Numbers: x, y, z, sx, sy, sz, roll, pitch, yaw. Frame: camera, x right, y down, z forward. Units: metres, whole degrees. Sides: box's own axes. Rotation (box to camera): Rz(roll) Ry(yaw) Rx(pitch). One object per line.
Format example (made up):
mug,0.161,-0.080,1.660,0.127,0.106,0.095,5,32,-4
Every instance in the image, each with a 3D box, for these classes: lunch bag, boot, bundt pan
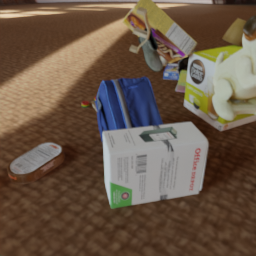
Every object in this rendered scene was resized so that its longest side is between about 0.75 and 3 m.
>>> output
lunch bag,-0.099,-0.172,8.713,1.718,1.764,2.597,-9,69,-17
boot,0.896,-2.887,10.568,0.558,1.647,1.076,-29,11,-4
bundt pan,3.376,-2.984,13.764,1.845,1.845,0.692,10,34,16

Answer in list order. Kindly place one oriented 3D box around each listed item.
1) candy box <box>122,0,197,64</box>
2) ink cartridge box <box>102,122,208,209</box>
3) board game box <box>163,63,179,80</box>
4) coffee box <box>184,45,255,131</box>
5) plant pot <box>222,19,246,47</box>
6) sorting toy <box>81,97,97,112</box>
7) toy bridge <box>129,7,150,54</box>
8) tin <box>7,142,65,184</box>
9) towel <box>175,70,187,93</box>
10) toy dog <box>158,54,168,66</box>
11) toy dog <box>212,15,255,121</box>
candy box,1.200,-3.780,11.073,0.765,2.711,1.581,-54,16,-9
ink cartridge box,0.650,0.951,7.340,2.476,1.807,1.041,-6,31,-12
board game box,3.162,-3.000,15.178,2.316,0.399,1.568,8,32,12
coffee box,3.972,-1.696,11.077,2.442,2.414,2.438,-15,34,-23
plant pot,4.473,-3.956,11.493,0.869,0.932,0.869,15,28,-8
sorting toy,-0.989,-1.112,12.150,1.950,0.330,0.940,-12,34,-20
toy bridge,0.398,-2.881,8.539,0.502,1.492,0.203,23,52,8
tin,-2.792,1.030,8.618,1.048,0.392,1.871,24,38,27
towel,3.164,-2.145,13.381,1.671,0.190,1.200,11,73,20
toy dog,1.800,-4.219,16.266,2.022,1.455,2.085,-3,30,19
toy dog,3.561,-1.791,7.708,1.803,2.583,2.505,5,48,-12
